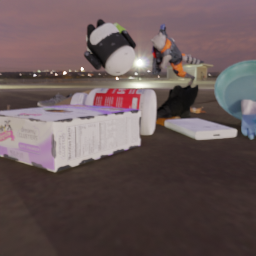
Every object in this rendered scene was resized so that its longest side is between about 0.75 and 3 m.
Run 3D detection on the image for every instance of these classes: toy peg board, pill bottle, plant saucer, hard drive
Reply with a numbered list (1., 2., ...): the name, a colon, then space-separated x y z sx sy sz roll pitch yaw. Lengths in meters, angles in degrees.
1. toy peg board: -1.813 -0.944 13.437 2.267 1.109 2.258 7 28 39
2. pill bottle: -0.466 -0.555 9.277 2.655 1.490 1.490 3 11 12
3. plant saucer: 4.649 -1.238 10.175 2.951 2.951 0.530 3 -33 15
4. hard drive: 2.369 0.001 9.557 1.461 0.291 2.216 -3 11 -17

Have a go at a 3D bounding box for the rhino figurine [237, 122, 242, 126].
1. rhino figurine: 4.594 -0.132 10.058 1.314 0.393 0.574 1 12 15

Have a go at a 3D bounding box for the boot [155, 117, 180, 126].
1. boot: 1.571 -0.296 11.070 0.672 0.330 0.938 14 22 41

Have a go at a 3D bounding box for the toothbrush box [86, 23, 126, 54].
1. toothbrush box: -1.102 -4.257 14.237 1.911 1.391 0.823 -30 59 -25

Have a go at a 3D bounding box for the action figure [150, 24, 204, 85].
1. action figure: 2.018 -3.434 12.274 2.624 2.713 1.419 22 -24 -40

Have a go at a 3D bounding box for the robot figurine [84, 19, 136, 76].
1. robot figurine: -0.803 -3.469 12.236 1.886 2.511 1.567 -41 -9 21

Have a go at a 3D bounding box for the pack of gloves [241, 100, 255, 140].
1. pack of gloves: 4.688 -0.433 8.890 2.031 0.477 2.418 -1 35 22

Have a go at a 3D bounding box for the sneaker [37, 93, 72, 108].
1. sneaker: -4.249 -1.579 16.461 2.263 0.928 0.846 -9 14 -42

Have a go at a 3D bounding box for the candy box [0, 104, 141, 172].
1. candy box: -1.506 0.061 7.101 2.469 1.053 2.943 8 12 37

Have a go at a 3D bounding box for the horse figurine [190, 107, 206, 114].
1. horse figurine: 3.504 -0.932 14.676 1.087 0.271 0.720 10 25 22

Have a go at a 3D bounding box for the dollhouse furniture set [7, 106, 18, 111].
1. dollhouse furniture set: -5.501 -0.852 13.711 0.755 0.491 0.693 -4 11 -20

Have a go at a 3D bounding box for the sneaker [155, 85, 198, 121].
1. sneaker: 2.038 -1.177 12.493 2.989 1.559 0.897 -8 12 -38
